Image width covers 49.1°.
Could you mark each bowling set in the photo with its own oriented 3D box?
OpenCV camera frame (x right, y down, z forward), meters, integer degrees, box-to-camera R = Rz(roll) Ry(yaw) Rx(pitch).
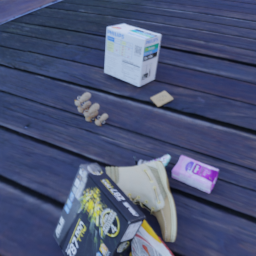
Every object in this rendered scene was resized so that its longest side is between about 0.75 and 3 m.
[{"bbox_3d":[-1.820,-0.683,12.786,1.626,1.132,0.873,49,58,-7],"label":"bowling set"}]

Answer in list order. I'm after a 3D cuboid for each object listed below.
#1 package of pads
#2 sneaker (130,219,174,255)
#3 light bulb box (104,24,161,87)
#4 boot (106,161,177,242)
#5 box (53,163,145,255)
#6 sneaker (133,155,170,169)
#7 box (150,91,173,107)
[{"bbox_3d":[2.416,1.668,10.179,1.515,0.573,0.913,21,47,22],"label":"package of pads"},{"bbox_3d":[0.647,3.601,7.850,1.008,0.955,2.454,-37,50,-13],"label":"sneaker"},{"bbox_3d":[0.177,-3.919,14.952,2.507,2.529,1.578,27,38,26],"label":"light bulb box"},{"bbox_3d":[0.327,2.303,8.775,2.069,0.969,2.662,-4,55,-10],"label":"boot"},{"bbox_3d":[-0.915,2.651,7.492,0.664,2.704,2.180,2,31,-44],"label":"box"},{"bbox_3d":[0.744,1.328,10.373,1.178,0.654,1.684,33,49,18],"label":"sneaker"},{"bbox_3d":[1.666,-1.454,13.999,0.921,0.098,0.753,-27,50,-14],"label":"box"}]
